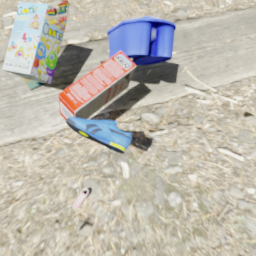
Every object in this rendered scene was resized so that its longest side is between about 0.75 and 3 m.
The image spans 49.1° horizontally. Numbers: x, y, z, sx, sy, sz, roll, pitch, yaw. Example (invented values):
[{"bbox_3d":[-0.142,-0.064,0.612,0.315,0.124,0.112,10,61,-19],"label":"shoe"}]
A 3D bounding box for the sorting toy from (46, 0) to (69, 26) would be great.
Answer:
[{"bbox_3d":[-2.091,-3.424,8.187,0.648,0.227,1.344,-11,46,3],"label":"sorting toy"}]

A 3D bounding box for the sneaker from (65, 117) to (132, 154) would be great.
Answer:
[{"bbox_3d":[-0.683,0.031,6.760,1.625,0.535,0.637,24,74,-3],"label":"sneaker"}]

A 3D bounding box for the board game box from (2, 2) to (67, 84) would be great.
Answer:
[{"bbox_3d":[-3.485,-3.159,10.589,1.353,1.328,2.579,13,89,20],"label":"board game box"}]

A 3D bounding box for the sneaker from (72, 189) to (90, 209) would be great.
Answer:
[{"bbox_3d":[-1.573,2.326,9.302,0.285,0.395,0.756,35,62,21],"label":"sneaker"}]

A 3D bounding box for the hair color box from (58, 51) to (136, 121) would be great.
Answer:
[{"bbox_3d":[-0.972,-1.177,8.760,2.478,1.374,0.792,-39,81,-23],"label":"hair color box"}]

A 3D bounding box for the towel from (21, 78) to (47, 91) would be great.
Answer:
[{"bbox_3d":[-4.322,-2.314,12.860,0.994,0.147,1.356,-31,58,-21],"label":"towel"}]

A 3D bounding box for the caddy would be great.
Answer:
[{"bbox_3d":[0.416,-3.066,9.710,1.986,2.809,1.474,-3,96,-25],"label":"caddy"}]
